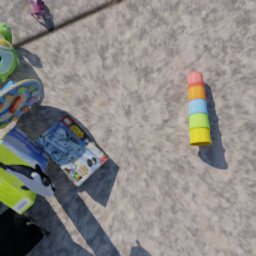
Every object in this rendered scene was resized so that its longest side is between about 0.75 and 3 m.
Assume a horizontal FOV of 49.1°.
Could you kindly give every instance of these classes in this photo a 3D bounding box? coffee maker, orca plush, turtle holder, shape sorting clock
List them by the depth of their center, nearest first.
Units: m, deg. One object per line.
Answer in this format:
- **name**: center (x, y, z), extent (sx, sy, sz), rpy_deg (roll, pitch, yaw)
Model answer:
- **orca plush**: center (-2.107, 0.991, 6.030), extent (1.363, 0.717, 0.484), rpy_deg (31, 40, -27)
- **coffee maker**: center (-3.167, 2.923, 6.782), extent (1.344, 1.917, 1.995), rpy_deg (47, 60, -8)
- **shape sorting clock**: center (-3.141, -0.530, 7.471), extent (2.059, 2.059, 0.404), rpy_deg (-43, 85, -5)
- **turtle holder**: center (-3.815, -2.161, 8.168), extent (1.514, 1.075, 1.151), rpy_deg (-37, 84, -4)

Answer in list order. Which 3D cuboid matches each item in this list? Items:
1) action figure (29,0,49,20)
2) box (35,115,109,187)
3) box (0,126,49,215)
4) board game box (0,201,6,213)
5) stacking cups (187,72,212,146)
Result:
- **action figure**: center (-2.766, -3.688, 8.625), extent (0.529, 0.588, 0.790), rpy_deg (-9, 70, -7)
- **box**: center (-1.596, 0.637, 8.037), extent (1.765, 0.352, 1.208), rpy_deg (46, 67, 5)
- **box**: center (-2.823, 0.943, 7.109), extent (0.548, 2.299, 1.402), rpy_deg (-42, 109, 11)
- **board game box**: center (-4.740, 1.663, 7.968), extent (2.543, 0.597, 1.920), rpy_deg (9, 84, 1)
- **stacking cups**: center (2.012, -0.567, 8.212), extent (0.648, 0.648, 2.141), rpy_deg (-2, 74, 0)
